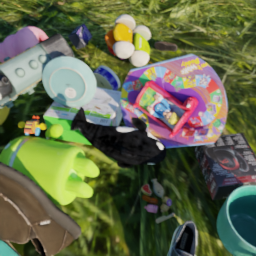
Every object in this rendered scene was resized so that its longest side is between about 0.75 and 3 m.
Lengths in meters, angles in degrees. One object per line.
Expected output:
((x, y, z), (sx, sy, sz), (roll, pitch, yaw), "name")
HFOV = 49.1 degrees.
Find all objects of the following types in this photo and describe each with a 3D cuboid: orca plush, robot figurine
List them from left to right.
((-1.982, 0.988, 6.694), (2.416, 1.398, 2.120), (11, 71, 15), "robot figurine")
((-0.136, 0.309, 7.016), (2.638, 1.388, 0.938), (36, 4, -14), "orca plush")

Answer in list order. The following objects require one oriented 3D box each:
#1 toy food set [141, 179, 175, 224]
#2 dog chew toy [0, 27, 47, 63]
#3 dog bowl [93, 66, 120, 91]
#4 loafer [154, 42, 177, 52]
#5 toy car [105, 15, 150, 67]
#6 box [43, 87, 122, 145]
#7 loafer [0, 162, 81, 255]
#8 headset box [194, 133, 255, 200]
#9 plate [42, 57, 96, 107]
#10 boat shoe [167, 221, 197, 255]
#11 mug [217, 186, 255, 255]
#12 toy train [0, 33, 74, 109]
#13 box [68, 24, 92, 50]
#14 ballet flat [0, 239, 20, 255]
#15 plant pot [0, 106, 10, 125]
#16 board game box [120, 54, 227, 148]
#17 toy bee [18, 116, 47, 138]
((0.663, 1.743, 6.863), (0.694, 0.172, 1.092), (-18, 48, -17), "toy food set")
((-4.074, -2.979, 10.633), (2.188, 1.362, 1.362), (-8, 42, 22), "dog chew toy")
((-0.767, -1.610, 9.553), (0.981, 0.981, 0.386), (30, 65, 27), "dog bowl")
((1.601, -3.467, 11.928), (0.983, 0.359, 0.349), (13, 37, 5), "loafer")
((-0.055, -3.203, 10.790), (1.861, 1.396, 1.629), (19, 66, -38), "toy car")
((-1.241, -0.432, 8.423), (1.906, 0.922, 1.682), (9, 42, 9), "box")
((-1.995, 1.609, 5.210), (1.085, 2.973, 1.061), (8, 52, 45), "loafer")
((2.619, 1.028, 7.217), (1.315, 0.663, 1.769), (-6, 46, -6), "headset box")
((-1.585, -1.158, 7.447), (1.472, 1.472, 0.188), (4, 33, 4), "plate")
((1.073, 2.660, 5.633), (0.584, 0.552, 1.628), (22, 51, 8), "boat shoe")
((2.509, 2.161, 5.809), (1.398, 1.052, 1.702), (34, 56, 25), "mug")
((-2.887, -1.602, 7.880), (1.677, 1.254, 2.942), (-14, 24, 50), "toy train")
((-2.014, -3.840, 11.802), (0.467, 0.663, 0.896), (-10, 41, 31), "box")
((-2.815, 2.248, 5.425), (2.251, 0.757, 0.766), (55, 35, 4), "ballet flat")
((-4.362, -0.695, 8.218), (1.245, 1.171, 1.245), (-8, 68, 19), "plant pot")
((0.953, -0.510, 7.151), (2.919, 2.306, 0.568), (-8, 11, 29), "board game box")
((-2.345, -0.056, 6.818), (0.625, 0.955, 0.519), (8, 79, -27), "toy bee")
